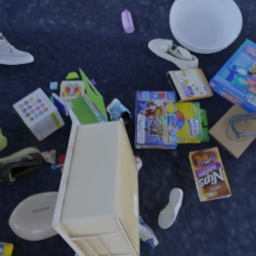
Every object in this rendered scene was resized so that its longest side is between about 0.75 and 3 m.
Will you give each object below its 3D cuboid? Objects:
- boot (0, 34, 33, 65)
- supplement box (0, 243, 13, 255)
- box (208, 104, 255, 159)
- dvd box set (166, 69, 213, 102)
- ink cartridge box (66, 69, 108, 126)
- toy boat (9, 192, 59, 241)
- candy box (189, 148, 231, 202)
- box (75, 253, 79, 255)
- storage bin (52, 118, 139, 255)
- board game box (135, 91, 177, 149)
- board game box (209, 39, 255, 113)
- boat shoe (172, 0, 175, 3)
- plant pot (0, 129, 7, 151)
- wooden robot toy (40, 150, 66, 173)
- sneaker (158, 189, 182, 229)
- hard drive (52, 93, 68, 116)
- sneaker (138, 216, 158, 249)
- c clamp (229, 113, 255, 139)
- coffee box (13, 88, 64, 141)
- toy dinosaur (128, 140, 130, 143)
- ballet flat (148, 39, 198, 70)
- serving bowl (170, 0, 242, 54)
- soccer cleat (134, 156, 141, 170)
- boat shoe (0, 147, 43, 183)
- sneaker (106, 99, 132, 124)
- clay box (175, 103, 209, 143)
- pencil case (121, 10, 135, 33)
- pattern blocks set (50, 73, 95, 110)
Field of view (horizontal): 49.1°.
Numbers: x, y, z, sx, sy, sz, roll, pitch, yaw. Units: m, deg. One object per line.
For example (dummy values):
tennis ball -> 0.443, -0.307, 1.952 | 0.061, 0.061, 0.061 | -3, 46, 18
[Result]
boot -> -4.785, -3.063, 10.744 | 2.190, 1.047, 0.806 | 4, 28, 4
supplement box -> -4.828, 3.686, 7.454 | 2.723, 1.482, 1.491 | 6, 65, 3
box -> 3.774, 0.082, 9.789 | 1.593, 0.169, 1.302 | -42, 78, -16
dvd box set -> 2.259, -1.586, 10.230 | 1.587, 0.233, 1.161 | -13, 73, -30
ink cartridge box -> -1.338, -0.507, 8.857 | 0.831, 2.194, 1.622 | -27, 54, -15
toy boat -> -2.462, 3.025, 8.127 | 1.887, 1.043, 2.244 | -9, 57, -5
candy box -> 2.602, 1.492, 9.019 | 0.922, 0.446, 1.581 | -11, 66, 2
box -> -0.829, 4.255, 7.524 | 1.799, 0.870, 1.588 | 25, 68, 11
storage bin -> -0.542, 1.734, 7.276 | 1.341, 2.841, 2.862 | -8, 45, 8
board game box -> 0.904, -0.289, 9.323 | 1.342, 0.342, 1.982 | 2, 66, 2
board game box -> 4.588, -1.968, 10.606 | 1.952, 0.578, 2.567 | 38, 71, 16
boat shoe -> 2.776, -5.973, 12.398 | 1.609, 0.746, 0.601 | -14, 66, -6
plant pot -> -4.918, 0.471, 8.329 | 2.213, 2.213, 2.035 | 41, 56, 17
wooden robot toy -> -1.512, 1.085, 9.002 | 2.448, 1.078, 1.111 | 27, 57, 12
sneaker -> 1.373, 2.487, 8.582 | 0.479, 0.563, 1.272 | 26, 89, 30
hard drive -> -2.392, -0.798, 9.845 | 0.590, 0.895, 0.114 | 40, 69, 9
sneaker -> 0.245, 3.108, 8.309 | 0.759, 0.531, 1.313 | -37, 63, -12
c clamp -> 4.206, 0.048, 9.533 | 1.463, 0.198, 1.249 | 0, 71, 2
coffee box -> -3.036, -0.431, 9.601 | 1.082, 1.094, 1.092 | -37, 69, -15
toy dinosaur -> -0.166, 0.644, 9.573 | 0.485, 0.261, 1.101 | -16, 67, 10
ballet flat -> 1.818, -3.019, 11.022 | 2.273, 0.816, 0.816 | 36, 70, 16
serving bowl -> 3.031, -4.183, 11.360 | 2.834, 0.932, 2.834 | 0, 74, -1
soccer cleat -> -0.351, 1.134, 9.099 | 1.564, 0.607, 0.542 | 9, 48, 2
boat shoe -> -3.848, 1.373, 8.905 | 2.279, 0.834, 0.738 | -28, 63, -12
sneaker -> -0.219, -0.363, 9.318 | 0.700, 1.557, 0.610 | 41, 88, 19
clay box -> 1.610, -0.184, 9.767 | 2.398, 0.571, 1.378 | -1, 66, 1
pencil case -> -0.024, -4.485, 11.882 | 0.416, 0.424, 0.992 | -11, 65, -5
pattern blocks set -> -2.054, -1.352, 10.369 | 1.779, 0.144, 1.563 | -14, 70, 5
